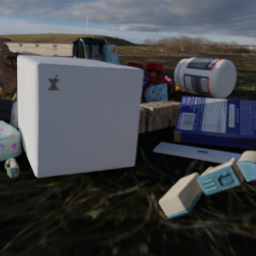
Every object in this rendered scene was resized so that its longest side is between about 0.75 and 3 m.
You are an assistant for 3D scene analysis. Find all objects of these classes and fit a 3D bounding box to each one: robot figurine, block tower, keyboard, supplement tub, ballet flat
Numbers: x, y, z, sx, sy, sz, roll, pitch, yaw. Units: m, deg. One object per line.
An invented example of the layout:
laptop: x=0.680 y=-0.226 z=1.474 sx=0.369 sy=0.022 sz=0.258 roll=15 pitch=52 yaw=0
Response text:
robot figurine: x=-3.586 y=-0.295 z=7.760 sx=1.616 sy=1.008 sz=1.214 roll=5 pitch=35 yaw=-18
block tower: x=0.412 y=-0.292 z=8.381 sx=2.632 sy=0.761 sz=0.711 roll=-10 pitch=20 yaw=-34
keyboard: x=1.725 y=0.610 z=6.557 sx=2.232 sy=0.119 sz=0.628 roll=8 pitch=14 yaw=25
supplement tub: x=3.607 y=-2.405 z=13.278 sx=1.747 sy=1.747 sz=2.490 roll=-13 pitch=22 yaw=-35
ballet flat: x=-2.387 y=0.772 z=5.772 sx=0.282 sy=0.282 sz=0.761 roll=-11 pitch=21 yaw=-30

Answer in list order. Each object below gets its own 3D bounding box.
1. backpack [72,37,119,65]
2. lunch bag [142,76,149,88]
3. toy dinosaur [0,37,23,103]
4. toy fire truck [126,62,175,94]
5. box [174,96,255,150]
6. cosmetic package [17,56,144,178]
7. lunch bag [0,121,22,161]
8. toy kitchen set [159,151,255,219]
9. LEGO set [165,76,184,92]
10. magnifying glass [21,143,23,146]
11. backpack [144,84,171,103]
backpack: x=-1.513 y=-2.590 z=12.669 sx=1.987 sy=2.592 sz=2.279 roll=0 pitch=8 yaw=-24
lunch bag: x=-0.294 y=-1.743 z=11.350 sx=2.078 sy=0.977 sz=1.564 roll=-34 pitch=30 yaw=-20
toy dinosaur: x=-4.407 y=-1.934 z=10.655 sx=1.182 sy=2.755 sz=1.867 roll=18 pitch=63 yaw=14
toy fire truck: x=0.887 y=-2.224 z=13.870 sx=2.522 sy=1.414 sz=2.118 roll=9 pitch=-4 yaw=24
box: x=2.743 y=-0.175 z=7.526 sx=2.762 sy=0.448 sz=1.673 roll=5 pitch=41 yaw=18
cosmetic package: x=-1.235 y=-0.448 z=6.288 sx=2.114 sy=2.102 sz=2.527 roll=-2 pitch=17 yaw=-27
lunch bag: x=-3.339 y=0.338 z=6.538 sx=1.298 sy=0.624 sz=1.618 roll=-18 pitch=25 yaw=-38
toy kitchen set: x=1.490 y=1.207 z=4.113 sx=1.517 sy=1.215 sz=0.894 roll=-33 pitch=-5 yaw=37
LEGO set: x=2.623 y=-2.445 z=14.973 sx=2.007 sy=0.824 sz=0.766 roll=12 pitch=22 yaw=33
magnifying glass: x=-2.252 y=0.468 z=6.940 sx=0.620 sy=0.175 sz=1.559 roll=-9 pitch=18 yaw=-27
backpack: x=1.214 y=-1.398 z=11.599 sx=1.083 sy=0.883 sz=0.832 roll=-1 pitch=2 yaw=11
